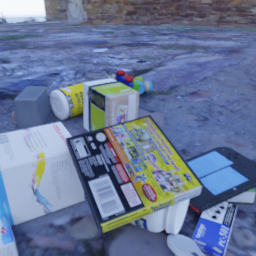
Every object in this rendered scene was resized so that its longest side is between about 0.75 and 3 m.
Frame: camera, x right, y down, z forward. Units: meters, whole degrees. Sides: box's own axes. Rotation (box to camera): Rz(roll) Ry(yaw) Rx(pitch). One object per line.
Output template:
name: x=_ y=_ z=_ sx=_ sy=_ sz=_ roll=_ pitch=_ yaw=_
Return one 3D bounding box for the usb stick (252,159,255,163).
usb stick: x=4.444 y=1.423 z=8.709 sx=0.439 sy=0.258 sz=1.584 roll=-4 pitch=27 yaw=-9

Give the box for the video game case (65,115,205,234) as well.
video game case: x=0.030 y=0.820 z=6.298 sx=2.295 sy=0.324 sz=2.539 roll=-16 pitch=44 yaw=-17

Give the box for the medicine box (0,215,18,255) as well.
medicine box: x=-3.066 y=2.560 z=6.072 sx=1.086 sy=0.559 sz=0.989 roll=-15 pitch=30 yaw=-28

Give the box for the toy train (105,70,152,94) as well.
toy train: x=0.027 y=-2.662 z=15.831 sx=1.658 sy=1.213 sz=2.865 roll=-5 pitch=31 yaw=-28

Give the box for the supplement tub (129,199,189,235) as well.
supplement tub: x=0.343 y=1.614 z=6.879 sx=2.098 sy=1.521 sz=1.521 roll=13 pitch=29 yaw=24

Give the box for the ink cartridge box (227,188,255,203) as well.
ink cartridge box: x=3.127 y=1.656 z=8.044 sx=0.727 sy=0.420 sz=0.996 roll=3 pitch=25 yaw=8

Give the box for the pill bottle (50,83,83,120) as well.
pill bottle: x=-2.262 y=-1.357 z=13.077 sx=2.444 sy=1.360 sz=1.360 roll=-25 pitch=36 yaw=-38

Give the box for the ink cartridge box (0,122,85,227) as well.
ink cartridge box: x=-2.631 y=1.166 z=7.494 sx=2.435 sy=1.778 sz=1.786 roll=-14 pitch=29 yaw=-25

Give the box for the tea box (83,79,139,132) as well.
tea box: x=-0.710 y=-0.632 z=10.792 sx=1.337 sy=2.002 sz=1.969 roll=-16 pitch=34 yaw=-32

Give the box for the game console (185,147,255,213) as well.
game console: x=2.415 y=1.333 z=7.994 sx=2.395 sy=0.372 sz=2.118 roll=-20 pitch=20 yaw=-13

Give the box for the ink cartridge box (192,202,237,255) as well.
ink cartridge box: x=2.105 y=2.343 z=6.749 sx=0.736 sy=0.346 sz=1.566 roll=12 pitch=29 yaw=25

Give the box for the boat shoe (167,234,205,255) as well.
boat shoe: x=1.274 y=2.737 z=5.679 sx=0.590 sy=0.487 sz=1.719 roll=4 pitch=5 yaw=-20

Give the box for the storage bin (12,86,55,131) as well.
storage bin: x=-4.130 y=-0.843 z=11.943 sx=1.589 sy=1.466 sz=2.183 roll=0 pitch=25 yaw=-1
